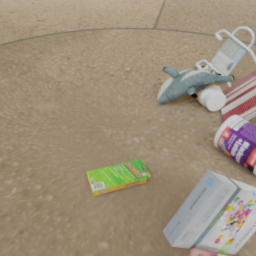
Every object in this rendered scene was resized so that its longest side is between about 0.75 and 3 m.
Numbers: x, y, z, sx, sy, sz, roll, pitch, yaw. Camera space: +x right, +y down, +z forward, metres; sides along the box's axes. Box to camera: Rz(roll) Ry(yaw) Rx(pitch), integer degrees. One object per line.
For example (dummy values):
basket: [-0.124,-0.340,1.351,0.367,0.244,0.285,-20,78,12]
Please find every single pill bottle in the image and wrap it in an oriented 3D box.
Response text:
pill bottle: [3.090,-1.408,11.030,0.933,0.933,1.632,-9,39,-12]
pill bottle: [3.689,0.643,8.101,1.194,1.194,2.143,-26,47,-29]

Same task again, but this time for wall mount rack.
wall mount rack: [4.047,-2.403,11.013,2.411,2.774,1.034,45,54,14]

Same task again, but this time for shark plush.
shark plush: [2.486,-1.511,10.501,2.840,1.290,1.183,2,62,24]

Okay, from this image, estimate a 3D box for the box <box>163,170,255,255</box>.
box: [1.902,1.782,5.619,2.017,1.572,0.415,22,18,-33]

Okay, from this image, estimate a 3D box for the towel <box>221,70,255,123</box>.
towel: [4.199,-1.040,10.140,0.285,1.808,2.510,41,36,-18]

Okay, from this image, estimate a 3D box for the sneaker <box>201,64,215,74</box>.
sneaker: [3.346,-2.625,12.888,1.537,0.615,0.567,-20,43,-22]

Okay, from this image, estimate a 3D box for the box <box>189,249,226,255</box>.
box: [1.420,3.306,4.636,1.079,1.267,1.981,9,38,11]

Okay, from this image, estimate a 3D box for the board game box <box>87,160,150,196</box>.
board game box: [-0.269,1.368,7.877,1.653,0.248,0.789,-14,38,-13]
